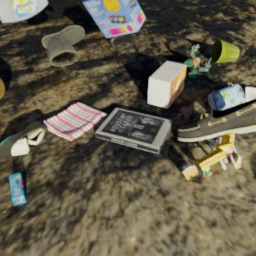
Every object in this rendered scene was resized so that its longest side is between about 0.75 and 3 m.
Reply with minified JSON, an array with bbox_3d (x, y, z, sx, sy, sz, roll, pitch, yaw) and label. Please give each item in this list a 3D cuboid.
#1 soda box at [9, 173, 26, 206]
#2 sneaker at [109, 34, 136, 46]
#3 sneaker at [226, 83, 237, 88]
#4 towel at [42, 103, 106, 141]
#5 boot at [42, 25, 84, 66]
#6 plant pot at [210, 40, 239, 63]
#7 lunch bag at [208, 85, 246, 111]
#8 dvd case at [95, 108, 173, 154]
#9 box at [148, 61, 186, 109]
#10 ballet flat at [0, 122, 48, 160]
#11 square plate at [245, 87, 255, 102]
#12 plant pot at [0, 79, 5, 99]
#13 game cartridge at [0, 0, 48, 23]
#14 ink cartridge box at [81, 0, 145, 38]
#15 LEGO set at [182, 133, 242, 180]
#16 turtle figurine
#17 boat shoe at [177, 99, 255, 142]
[{"bbox_3d":[-2.798,1.532,7.073,0.286,0.270,0.843,-14,39,-19],"label":"soda box"},{"bbox_3d":[-0.314,-5.049,15.779,1.513,0.573,0.662,-15,34,-19],"label":"sneaker"},{"bbox_3d":[3.931,-1.392,10.633,0.644,0.742,1.675,21,41,26],"label":"sneaker"},{"bbox_3d":[-1.796,-0.293,9.546,1.339,0.274,1.830,24,42,28],"label":"towel"},{"bbox_3d":[-3.047,-4.228,14.245,2.589,1.033,2.848,-28,36,-12],"label":"boot"},{"bbox_3d":[4.717,-3.618,13.522,1.057,1.097,1.097,4,35,-13],"label":"plant pot"},{"bbox_3d":[3.472,-0.897,9.743,1.224,0.984,0.505,-19,4,-14],"label":"lunch bag"},{"bbox_3d":[0.230,0.034,9.113,2.118,0.262,1.592,14,38,18],"label":"dvd case"},{"bbox_3d":[1.503,-1.685,10.731,0.855,1.091,1.754,18,40,22],"label":"box"},{"bbox_3d":[-3.094,0.386,8.363,0.627,0.624,1.834,23,42,17],"label":"ballet flat"},{"bbox_3d":[5.275,-0.788,10.201,2.030,0.289,2.011,12,39,17],"label":"square plate"},{"bbox_3d":[-5.418,-1.225,9.679,1.942,1.942,2.084,15,27,19],"label":"plant pot"},{"bbox_3d":[-3.154,-3.741,8.175,0.322,1.060,1.589,17,48,43],"label":"game cartridge"},{"bbox_3d":[-0.656,-4.525,10.089,1.597,2.340,0.893,1,54,36],"label":"ink cartridge box"},{"bbox_3d":[2.497,0.909,7.749,2.237,0.832,1.029,-38,16,-34],"label":"LEGO set"},{"bbox_3d":[3.090,-2.970,12.756,1.264,0.850,1.688,47,46,-6],"label":"turtle figurine"},{"bbox_3d":[2.594,-0.202,8.122,2.653,0.799,0.946,-14,12,32],"label":"boat shoe"}]
